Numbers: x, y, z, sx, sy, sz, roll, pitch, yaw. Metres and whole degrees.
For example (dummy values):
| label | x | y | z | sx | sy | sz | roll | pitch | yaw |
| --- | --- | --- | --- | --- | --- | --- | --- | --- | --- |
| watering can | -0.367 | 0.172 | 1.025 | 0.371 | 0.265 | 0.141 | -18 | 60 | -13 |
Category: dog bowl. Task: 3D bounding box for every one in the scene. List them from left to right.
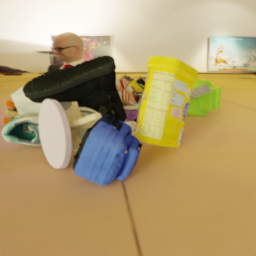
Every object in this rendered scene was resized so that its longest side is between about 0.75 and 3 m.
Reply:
| label | x | y | z | sx | sy | sz | roll | pitch | yaw |
| --- | --- | --- | --- | --- | --- | --- | --- | --- | --- |
| dog bowl | 2.506 | -1.298 | 10.549 | 1.190 | 0.349 | 1.190 | -20 | 0 | 0 |

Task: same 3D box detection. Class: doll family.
| label | x | y | z | sx | sy | sz | roll | pitch | yaw |
| --- | --- | --- | --- | --- | --- | --- | --- | --- | --- |
| doll family | 0.138 | -1.708 | 12.986 | 1.688 | 1.146 | 2.921 | 33 | 40 | 16 |

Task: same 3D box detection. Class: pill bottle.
| label | x | y | z | sx | sy | sz | roll | pitch | yaw |
| --- | --- | --- | --- | --- | --- | --- | --- | --- | --- |
| pill bottle | -0.043 | 0.136 | 8.258 | 1.114 | 0.619 | 0.619 | -9 | 17 | -33 |

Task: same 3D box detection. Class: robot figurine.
| label | x | y | z | sx | sy | sz | roll | pitch | yaw |
| --- | --- | --- | --- | --- | --- | --- | --- | --- | --- |
| robot figurine | 2.685 | -1.393 | 12.377 | 2.385 | 1.573 | 2.719 | -14 | 20 | -42 |

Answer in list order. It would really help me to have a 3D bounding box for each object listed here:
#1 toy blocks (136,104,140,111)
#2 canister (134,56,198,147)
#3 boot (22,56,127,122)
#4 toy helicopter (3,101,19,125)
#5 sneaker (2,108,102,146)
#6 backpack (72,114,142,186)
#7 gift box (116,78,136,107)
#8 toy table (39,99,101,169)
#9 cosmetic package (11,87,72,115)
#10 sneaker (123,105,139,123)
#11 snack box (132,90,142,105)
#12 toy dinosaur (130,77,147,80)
| label | x | y | z | sx | sy | sz | roll | pitch | yaw |
| --- | --- | --- | --- | --- | --- | --- | --- | --- | --- |
| toy blocks | 1.026 | -0.316 | 9.096 | 1.498 | 0.749 | 1.024 | 32 | 21 | 6 |
| canister | 0.977 | -0.614 | 7.311 | 0.915 | 2.113 | 1.569 | 15 | 3 | 39 |
| boot | -1.359 | -0.628 | 8.089 | 2.679 | 2.251 | 1.023 | -23 | 39 | -18 |
| toy helicopter | -3.519 | -0.435 | 10.685 | 2.179 | 0.860 | 1.441 | 12 | 6 | 4 |
| sneaker | -2.025 | 0.111 | 7.564 | 2.779 | 1.078 | 1.199 | -6 | 11 | 8 |
| backpack | -0.402 | 0.473 | 5.810 | 1.236 | 1.197 | 1.473 | 21 | 16 | 6 |
| gift box | -0.413 | -1.190 | 10.525 | 1.183 | 1.169 | 1.266 | -31 | -31 | 35 |
| toy table | -1.440 | 0.126 | 6.795 | 0.998 | 1.705 | 1.567 | 1 | -19 | -44 |
| cosmetic package | -2.573 | -0.543 | 8.795 | 1.502 | 1.506 | 0.926 | 6 | 39 | 23 |
| sneaker | -0.073 | -0.328 | 9.920 | 1.928 | 0.777 | 0.804 | -7 | 52 | 29 |
| snack box | 0.230 | -1.548 | 14.812 | 1.729 | 0.644 | 2.431 | 10 | 18 | 36 |
| toy dinosaur | 1.425 | -2.048 | 13.609 | 1.285 | 2.419 | 0.731 | -51 | 14 | -21 |
